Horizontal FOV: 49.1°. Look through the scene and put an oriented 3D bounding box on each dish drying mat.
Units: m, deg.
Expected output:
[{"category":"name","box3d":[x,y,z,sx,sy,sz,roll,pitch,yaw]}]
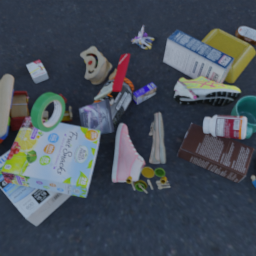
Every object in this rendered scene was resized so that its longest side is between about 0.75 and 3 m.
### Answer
[{"category":"dish drying mat","box3d":[-0.256,-1.864,9.496,0.506,0.120,1.318,11,84,51]}]

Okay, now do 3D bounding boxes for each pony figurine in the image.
[{"category":"pony figurine","box3d":[0.734,-4.450,14.012,1.042,0.868,1.006,22,71,-5]}]

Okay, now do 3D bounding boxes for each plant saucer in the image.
[{"category":"plant saucer","box3d":[4.620,-3.711,13.617,2.572,0.623,2.573,35,67,17]}]

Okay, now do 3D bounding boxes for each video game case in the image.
[{"category":"video game case","box3d":[-1.205,-0.297,10.310,0.156,1.648,1.177,-4,83,-47]}]

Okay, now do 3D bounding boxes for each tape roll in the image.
[{"category":"tape roll","box3d":[-2.070,-0.399,7.290,0.247,1.026,1.026,23,63,20]}]

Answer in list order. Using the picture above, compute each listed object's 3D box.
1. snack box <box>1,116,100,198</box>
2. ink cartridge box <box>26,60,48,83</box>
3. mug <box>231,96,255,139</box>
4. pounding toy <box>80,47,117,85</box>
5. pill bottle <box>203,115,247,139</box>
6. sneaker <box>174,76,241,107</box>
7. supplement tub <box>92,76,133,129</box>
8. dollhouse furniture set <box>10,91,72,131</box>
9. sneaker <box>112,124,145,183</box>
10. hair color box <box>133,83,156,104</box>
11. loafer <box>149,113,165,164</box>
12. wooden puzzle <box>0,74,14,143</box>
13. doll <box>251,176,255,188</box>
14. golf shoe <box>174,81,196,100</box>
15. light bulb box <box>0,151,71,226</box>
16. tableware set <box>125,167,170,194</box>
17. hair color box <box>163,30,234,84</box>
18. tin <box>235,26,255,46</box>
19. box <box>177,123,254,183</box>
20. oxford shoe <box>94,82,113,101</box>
[{"category":"snack box","box3d":[-2.380,0.900,9.129,2.590,0.876,2.184,11,53,-4]},{"category":"ink cartridge box","box3d":[-4.248,-2.640,13.141,0.686,0.394,0.946,-27,64,-14]},{"category":"mug","box3d":[4.861,-0.392,11.520,1.667,1.031,1.370,-35,68,-15]},{"category":"pounding toy","box3d":[-1.343,-2.651,13.070,1.249,1.254,2.185,-43,56,9]},{"category":"pill bottle","box3d":[3.494,-0.047,10.137,1.419,0.802,0.802,6,59,27]},{"category":"sneaker","box3d":[3.454,-1.745,12.223,2.849,1.113,1.286,4,61,3]},{"category":"supplement tub","box3d":[-0.683,-1.070,11.735,1.329,1.329,2.169,22,63,12]},{"category":"dollhouse furniture set","box3d":[-3.678,-0.740,11.766,2.487,1.011,1.338,-4,65,-18]},{"category":"sneaker","box3d":[0.083,0.978,10.842,1.224,0.882,2.342,3,68,7]},{"category":"hair color box","box3d":[0.733,-1.521,12.421,1.040,0.569,0.337,-32,66,-16]},{"category":"loafer","box3d":[0.912,0.341,9.365,0.547,0.626,1.740,-7,75,14]},{"category":"wooden puzzle","box3d":[-5.211,-0.271,10.972,0.680,2.938,2.722,21,52,-39]},{"category":"doll","box3d":[5.316,1.917,10.555,1.367,0.485,2.003,13,61,7]},{"category":"golf shoe","box3d":[2.347,-1.453,11.558,0.420,0.510,1.114,6,37,-49]},{"category":"light bulb box","box3d":[-3.222,1.723,10.024,2.371,1.479,2.350,41,66,17]},{"category":"tableware set","box3d":[0.538,1.520,8.122,1.267,0.853,0.194,-9,26,26]},{"category":"hair color box","box3d":[3.114,-3.083,12.769,2.921,1.461,0.884,35,64,18]},{"category":"tin","box3d":[6.278,-4.747,14.393,1.492,0.312,0.835,28,60,15]},{"category":"box","box3d":[3.329,0.965,10.843,2.538,0.951,1.271,25,64,11]},{"category":"oxford shoe","box3d":[-0.890,-1.393,10.658,1.021,0.384,0.295,-37,89,-7]}]
